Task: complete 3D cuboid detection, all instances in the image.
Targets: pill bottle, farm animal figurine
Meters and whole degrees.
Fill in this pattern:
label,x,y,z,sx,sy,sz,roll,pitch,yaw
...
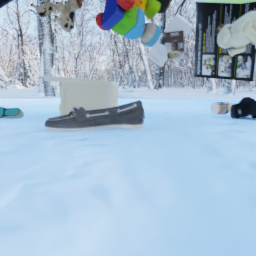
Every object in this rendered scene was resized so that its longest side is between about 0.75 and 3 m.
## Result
label,x,y,z,sx,sy,sz,roll,pitch,yaw
pill bottle,4.259,-0.905,12.639,0.947,0.551,0.551,-3,8,-18
farm animal figurine,-1.829,-3.369,7.610,0.764,1.227,1.519,48,17,25

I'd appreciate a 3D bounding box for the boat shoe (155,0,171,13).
label,x,y,z,sx,sy,sz,roll,pitch,yaw
boat shoe,0.049,-3.666,7.073,2.563,0.970,0.947,8,29,-47

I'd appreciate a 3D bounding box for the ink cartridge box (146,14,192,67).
label,x,y,z,sx,sy,sz,roll,pitch,yaw
ink cartridge box,1.284,-2.724,8.664,0.606,1.440,1.041,37,26,-5

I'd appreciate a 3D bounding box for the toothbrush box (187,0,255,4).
label,x,y,z,sx,sy,sz,roll,pitch,yaw
toothbrush box,1.893,-2.618,5.122,1.290,0.555,0.939,-8,20,-17

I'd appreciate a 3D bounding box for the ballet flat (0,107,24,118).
label,x,y,z,sx,sy,sz,roll,pitch,yaw
ballet flat,-4.620,-0.531,10.611,1.380,0.465,0.440,2,-20,12

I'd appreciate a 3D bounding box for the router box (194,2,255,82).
label,x,y,z,sx,sy,sz,roll,pitch,yaw
router box,3.474,-3.182,9.759,2.163,2.900,0.740,12,27,32

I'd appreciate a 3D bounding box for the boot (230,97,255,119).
label,x,y,z,sx,sy,sz,roll,pitch,yaw
boot,4.953,-0.742,10.412,1.640,0.746,1.952,2,13,43

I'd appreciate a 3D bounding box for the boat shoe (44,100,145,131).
label,x,y,z,sx,sy,sz,roll,pitch,yaw
boat shoe,-0.839,-0.349,7.380,2.647,0.754,0.885,-2,8,-18

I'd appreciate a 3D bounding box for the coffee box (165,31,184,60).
label,x,y,z,sx,sy,sz,roll,pitch,yaw
coffee box,1.311,-2.279,7.793,0.494,0.349,0.874,-2,-18,10

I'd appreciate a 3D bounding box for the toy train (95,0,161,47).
label,x,y,z,sx,sy,sz,roll,pitch,yaw
toy train,0.153,-2.541,5.343,1.129,1.951,0.826,23,-28,-31

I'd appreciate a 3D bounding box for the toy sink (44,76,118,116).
label,x,y,z,sx,sy,sz,roll,pitch,yaw
toy sink,-1.889,-1.234,11.482,2.709,1.518,1.766,6,8,5

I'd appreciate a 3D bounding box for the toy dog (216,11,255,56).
label,x,y,z,sx,sy,sz,roll,pitch,yaw
toy dog,3.027,-2.680,7.816,0.932,1.295,1.336,21,-8,-25

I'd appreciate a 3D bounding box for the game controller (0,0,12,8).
label,x,y,z,sx,sy,sz,roll,pitch,yaw
game controller,-2.689,-2.417,4.327,0.627,1.553,2.978,-5,41,52
